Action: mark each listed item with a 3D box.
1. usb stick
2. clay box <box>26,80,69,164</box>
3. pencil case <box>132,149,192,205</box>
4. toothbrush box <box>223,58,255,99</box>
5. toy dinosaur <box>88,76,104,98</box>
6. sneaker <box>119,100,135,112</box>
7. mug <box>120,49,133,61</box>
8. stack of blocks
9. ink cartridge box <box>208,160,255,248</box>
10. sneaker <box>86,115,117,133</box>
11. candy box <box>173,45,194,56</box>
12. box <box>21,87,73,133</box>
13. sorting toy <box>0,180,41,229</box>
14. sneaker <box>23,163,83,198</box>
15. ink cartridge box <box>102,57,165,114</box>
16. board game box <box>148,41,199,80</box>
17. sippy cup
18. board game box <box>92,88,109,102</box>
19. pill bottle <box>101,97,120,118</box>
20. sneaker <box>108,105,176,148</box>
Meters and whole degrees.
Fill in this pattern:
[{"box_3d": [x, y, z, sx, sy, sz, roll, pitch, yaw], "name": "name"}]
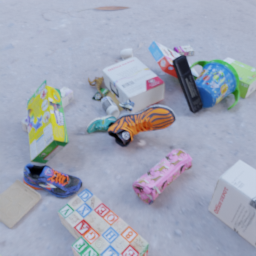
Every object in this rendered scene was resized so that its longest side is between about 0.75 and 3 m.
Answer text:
[{"box_3d": [2.596, -1.863, 12.105, 0.726, 2.617, 0.427, -34, 25, -18], "name": "usb stick"}, {"box_3d": [-3.146, -0.287, 10.672, 0.682, 1.646, 2.864, 18, 45, -42], "name": "clay box"}, {"box_3d": [1.224, 1.624, 9.702, 1.000, 0.957, 2.310, 27, 47, 38], "name": "pencil case"}, {"box_3d": [5.455, -2.562, 14.143, 1.518, 0.898, 2.085, -35, 55, -30], "name": "toothbrush box"}, {"box_3d": [-1.531, -2.233, 14.043, 0.955, 0.543, 1.798, 4, 42, 5], "name": "toy dinosaur"}, {"box_3d": [-0.014, -0.962, 11.762, 0.423, 0.383, 0.994, -56, 31, -7], "name": "sneaker"}, {"box_3d": [-0.090, -4.185, 16.164, 0.670, 0.564, 0.764, -1, 74, 7], "name": "mug"}, {"box_3d": [-0.904, 3.200, 8.195, 2.662, 0.780, 1.533, 33, 53, 30], "name": "stack of blocks"}, {"box_3d": [3.850, 2.455, 8.158, 1.102, 1.909, 2.614, -33, 53, -29], "name": "ink cartridge box"}, {"box_3d": [-1.093, -0.115, 11.869, 1.462, 0.566, 0.582, -22, 57, -22], "name": "sneaker"}, {"box_3d": [3.302, -4.564, 16.660, 1.051, 0.321, 0.717, -9, 44, -9], "name": "candy box"}, {"box_3d": [-3.537, -0.833, 12.560, 0.552, 0.591, 2.852, 24, 50, 19], "name": "box"}, {"box_3d": [-3.789, 2.514, 9.346, 1.257, 0.248, 1.358, 25, 53, 24], "name": "sorting toy"}, {"box_3d": [-2.662, 1.770, 9.630, 2.233, 0.876, 0.841, 8, 45, 8], "name": "sneaker"}, {"box_3d": [0.235, -2.085, 13.403, 1.946, 1.129, 2.637, -25, 48, -16], "name": "ink cartridge box"}, {"box_3d": [2.344, -3.176, 13.958, 2.510, 0.506, 1.921, 14, 39, -39], "name": "board game box"}, {"box_3d": [3.854, -1.907, 12.949, 2.420, 1.900, 1.774, 26, 60, 37], "name": "sippy cup"}, {"box_3d": [-1.353, -1.634, 13.759, 0.486, 0.109, 0.927, 15, 46, 19], "name": "board game box"}, {"box_3d": [-0.802, -0.903, 12.650, 0.570, 0.570, 1.003, -19, 47, -18], "name": "pill bottle"}, {"box_3d": [0.408, 0.054, 10.743, 2.822, 1.095, 1.581, -12, 26, 40], "name": "sneaker"}]
